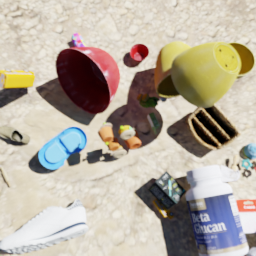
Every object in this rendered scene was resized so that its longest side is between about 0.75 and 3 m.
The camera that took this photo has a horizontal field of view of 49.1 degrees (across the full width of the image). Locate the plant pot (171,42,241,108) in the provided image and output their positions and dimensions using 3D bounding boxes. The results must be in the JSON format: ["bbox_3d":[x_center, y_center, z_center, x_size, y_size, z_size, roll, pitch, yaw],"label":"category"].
[{"bbox_3d":[2.373,-1.683,8.009,1.873,1.330,1.873,9,68,-24],"label":"plant pot"}]

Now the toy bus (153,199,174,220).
[{"bbox_3d":[1.228,2.819,9.741,0.329,0.273,0.839,-34,76,-10],"label":"toy bus"}]

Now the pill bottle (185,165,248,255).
[{"bbox_3d":[2.715,2.654,9.023,1.512,1.512,2.722,-10,74,-3],"label":"pill bottle"}]

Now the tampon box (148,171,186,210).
[{"bbox_3d":[1.319,2.132,9.568,0.972,0.613,0.728,46,47,11],"label":"tampon box"}]

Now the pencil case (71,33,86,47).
[{"bbox_3d":[-1.976,-3.353,11.482,0.481,0.481,1.089,-23,73,-7],"label":"pencil case"}]

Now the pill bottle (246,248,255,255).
[{"bbox_3d":[5.128,3.746,8.852,2.520,1.458,1.458,-32,76,-9],"label":"pill bottle"}]

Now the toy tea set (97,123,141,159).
[{"bbox_3d":[-0.326,0.261,9.559,1.223,2.056,0.761,-27,60,3],"label":"toy tea set"}]

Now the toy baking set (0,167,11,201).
[{"bbox_3d":[-4.708,2.052,10.055,0.992,0.150,1.292,-35,76,-7],"label":"toy baking set"}]

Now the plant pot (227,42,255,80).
[{"bbox_3d":[4.006,-2.424,10.887,1.444,1.025,1.444,1,73,-2],"label":"plant pot"}]

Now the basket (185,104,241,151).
[{"bbox_3d":[2.878,0.009,9.912,1.174,1.225,1.644,-41,88,-2],"label":"basket"}]

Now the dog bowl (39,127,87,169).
[{"bbox_3d":[-2.349,0.671,10.059,1.834,0.455,1.022,-38,111,-12],"label":"dog bowl"}]

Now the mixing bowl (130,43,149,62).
[{"bbox_3d":[0.460,-2.981,11.384,0.780,0.422,0.780,0,74,1],"label":"mixing bowl"}]

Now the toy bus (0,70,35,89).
[{"bbox_3d":[-4.074,-1.806,10.364,0.658,1.681,0.547,22,107,20],"label":"toy bus"}]

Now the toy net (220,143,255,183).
[{"bbox_3d":[4.128,1.424,10.084,2.042,0.394,1.071,-36,71,-6],"label":"toy net"}]

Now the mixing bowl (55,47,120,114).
[{"bbox_3d":[-1.254,-1.929,10.268,2.579,2.579,1.397,39,51,10],"label":"mixing bowl"}]

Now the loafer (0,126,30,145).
[{"bbox_3d":[-4.297,0.217,10.419,1.344,0.453,0.511,17,74,5],"label":"loafer"}]

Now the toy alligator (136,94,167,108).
[{"bbox_3d":[0.721,-0.857,9.402,0.543,1.638,0.394,33,83,-23],"label":"toy alligator"}]

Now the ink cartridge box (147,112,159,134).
[{"bbox_3d":[0.984,-0.166,10.548,0.226,0.396,0.764,-21,78,-8],"label":"ink cartridge box"}]

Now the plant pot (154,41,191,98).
[{"bbox_3d":[1.816,-2.280,10.384,2.075,2.075,1.473,-14,68,-4],"label":"plant pot"}]

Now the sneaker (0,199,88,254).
[{"bbox_3d":[-2.795,3.320,9.313,2.864,1.094,1.153,-15,63,-9],"label":"sneaker"}]

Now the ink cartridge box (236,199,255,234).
[{"bbox_3d":[4.274,3.049,9.689,0.901,0.316,1.109,-2,78,0],"label":"ink cartridge box"}]
